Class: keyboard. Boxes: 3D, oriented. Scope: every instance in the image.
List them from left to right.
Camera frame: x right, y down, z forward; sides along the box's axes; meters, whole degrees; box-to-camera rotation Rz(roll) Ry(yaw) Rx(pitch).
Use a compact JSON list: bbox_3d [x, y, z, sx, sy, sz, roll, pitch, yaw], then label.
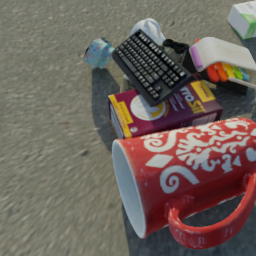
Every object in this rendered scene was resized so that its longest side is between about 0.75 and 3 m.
[{"bbox_3d":[0.630,-1.711,6.841,1.590,0.340,2.648,-34,47,3],"label":"keyboard"},{"bbox_3d":[2.510,-1.705,8.079,2.027,0.260,1.217,22,62,0],"label":"keyboard"}]

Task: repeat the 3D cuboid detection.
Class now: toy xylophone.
[{"bbox_3d":[2.612,-1.580,7.200,2.155,0.541,1.578,12,56,-26],"label":"toy xylophone"}]

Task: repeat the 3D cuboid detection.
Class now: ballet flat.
[{"bbox_3d":[0.545,-1.753,7.883,2.511,0.946,0.852,-40,35,-23],"label":"ballet flat"}]

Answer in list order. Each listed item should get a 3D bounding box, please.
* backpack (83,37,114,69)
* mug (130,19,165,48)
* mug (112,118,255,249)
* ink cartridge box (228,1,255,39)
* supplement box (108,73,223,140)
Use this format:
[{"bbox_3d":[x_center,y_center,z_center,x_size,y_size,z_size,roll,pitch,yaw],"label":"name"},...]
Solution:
[{"bbox_3d":[-0.848,-2.136,8.090,0.717,0.846,0.953,36,25,1],"label":"backpack"},{"bbox_3d":[0.680,-2.752,8.471,0.836,1.132,0.993,-31,63,-23],"label":"mug"},{"bbox_3d":[1.376,1.067,5.531,2.810,1.875,2.494,-14,56,-14],"label":"mug"},{"bbox_3d":[4.355,-3.687,9.395,1.518,0.638,1.104,-14,57,-10],"label":"ink cartridge box"},{"bbox_3d":[0.855,-0.307,6.853,2.393,1.025,1.320,-16,55,-11],"label":"supplement box"}]
